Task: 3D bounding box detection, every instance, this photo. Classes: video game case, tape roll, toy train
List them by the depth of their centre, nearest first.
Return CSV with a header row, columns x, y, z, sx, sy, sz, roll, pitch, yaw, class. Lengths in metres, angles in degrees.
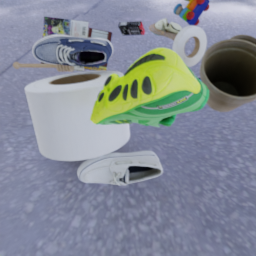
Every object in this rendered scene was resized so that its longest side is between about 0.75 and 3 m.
x,y,z,sx,sy,sz,roll,pitch,yaw,class
1.622,-2.131,7.365,1.057,1.057,0.193,-21,35,-24,tape roll
-1.418,-0.504,8.316,2.821,1.937,2.821,-6,21,2,tape roll
2.264,-4.285,9.326,0.909,1.570,0.665,43,18,28,toy train
-2.382,-3.137,10.563,1.670,1.842,0.330,5,6,-4,video game case

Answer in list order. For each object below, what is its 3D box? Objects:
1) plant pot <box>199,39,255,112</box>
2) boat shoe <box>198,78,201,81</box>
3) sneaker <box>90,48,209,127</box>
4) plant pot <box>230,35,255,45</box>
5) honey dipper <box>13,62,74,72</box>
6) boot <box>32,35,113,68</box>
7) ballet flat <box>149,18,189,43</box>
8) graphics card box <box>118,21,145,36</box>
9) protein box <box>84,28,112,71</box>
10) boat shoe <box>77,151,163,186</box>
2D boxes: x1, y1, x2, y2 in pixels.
x,y,z,sx,sy,sz,roll,pitch,yaw,class
2.396,-1.054,6.639,1.550,1.345,1.550,-1,67,3,plant pot
2.212,-1.334,8.618,0.274,0.799,0.336,31,78,28,boat shoe
0.192,-0.401,4.959,1.253,2.999,1.111,29,77,-21,sneaker
3.310,-2.029,8.277,1.089,0.945,1.089,1,61,-2,plant pot
-3.060,-2.199,9.999,2.296,0.436,0.436,2,38,13,honey dipper
-1.774,-2.290,8.448,2.574,0.936,1.163,-3,26,5,boot
1.227,-3.030,8.516,1.510,0.508,0.514,32,67,30,ballet flat
0.136,-3.818,10.786,0.918,0.576,0.234,4,73,19,graphics card box
-1.087,-2.716,9.994,0.827,1.226,1.217,9,2,-8,protein box
-0.187,1.221,7.726,2.348,0.845,0.772,-3,31,-17,boat shoe
